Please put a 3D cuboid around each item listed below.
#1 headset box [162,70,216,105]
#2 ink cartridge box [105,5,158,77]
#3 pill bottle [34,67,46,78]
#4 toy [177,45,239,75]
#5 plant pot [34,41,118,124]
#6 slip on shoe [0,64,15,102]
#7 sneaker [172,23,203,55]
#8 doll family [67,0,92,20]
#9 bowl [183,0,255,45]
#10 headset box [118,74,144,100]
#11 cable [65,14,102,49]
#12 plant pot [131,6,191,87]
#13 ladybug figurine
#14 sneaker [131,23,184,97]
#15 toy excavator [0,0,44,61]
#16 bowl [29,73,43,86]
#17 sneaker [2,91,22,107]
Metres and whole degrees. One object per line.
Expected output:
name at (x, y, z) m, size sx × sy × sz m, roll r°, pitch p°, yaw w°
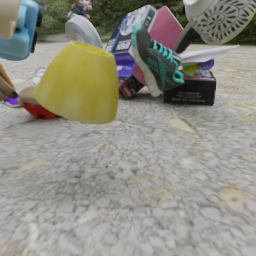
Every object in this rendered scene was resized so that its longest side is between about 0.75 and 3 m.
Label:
headset box at (2.517, -1.738, 11.670) m, size 2.003 × 1.040 × 2.692 m, roll 4°, pitch 22°, yaw 9°
ink cartridge box at (-0.107, -2.373, 7.920) m, size 0.405 × 1.867 × 1.849 m, roll 24°, pitch -2°, yaw -28°
pill bottle at (-4.377, -2.672, 14.442) m, size 0.850 × 0.850 × 1.530 m, roll -7°, pitch 21°, yaw -18°
toy at (2.215, -2.202, 9.512) m, size 1.554 × 0.637 × 2.700 m, roll -28°, pitch 24°, yaw -22°
plant pot at (-0.771, -0.886, 4.955) m, size 1.510 × 1.072 × 1.510 m, roll 19°, pitch 21°, yaw -7°
slip on shoe at (-2.758, -1.642, 4.712) m, size 0.817 × 2.696 × 1.025 m, roll -21°, pitch -4°, yaw -1°
sneaker at (2.415, -2.885, 8.433) m, size 1.280 × 2.409 × 0.901 m, roll 36°, pitch 46°, yaw -4°
doll family at (-1.984, -4.686, 11.621) m, size 0.866 × 1.395 × 0.629 m, roll 29°, pitch -21°, yaw -37°
bowl at (1.537, -2.472, 5.110) m, size 0.808 × 1.721 × 1.721 m, roll 9°, pitch 16°, yaw -24°
headset box at (0.159, -2.074, 12.027) m, size 1.890 × 0.730 × 1.407 m, roll -38°, pitch 27°, yaw -3°
cable at (-1.460, -2.968, 9.244) m, size 0.491 × 1.418 × 1.418 m, roll -39°, pitch 41°, yaw -22°
plant pot at (1.094, -3.422, 11.455) m, size 2.465 × 2.754 × 2.754 m, roll -36°, pitch 11°, yaw 20°
ladybug figurine at (-2.394, -1.016, 9.761) m, size 2.833 × 1.019 × 1.923 m, roll -13°, pitch 24°, yaw -31°
sneaker at (0.537, -1.190, 4.777) m, size 0.707 × 1.551 × 0.602 m, roll -10°, pitch 56°, yaw 19°
toy excavator at (-2.986, -2.632, 7.170) m, size 1.450 × 2.822 × 2.902 m, roll 10°, pitch 43°, yaw -23°
bowl at (-3.507, -1.914, 12.334) m, size 1.957 × 0.918 × 1.957 m, roll 0°, pitch 21°, yaw 0°
sneaker at (-4.468, -1.216, 10.789) m, size 1.370 × 0.681 × 0.476 m, roll 14°, pitch 24°, yaw 34°
